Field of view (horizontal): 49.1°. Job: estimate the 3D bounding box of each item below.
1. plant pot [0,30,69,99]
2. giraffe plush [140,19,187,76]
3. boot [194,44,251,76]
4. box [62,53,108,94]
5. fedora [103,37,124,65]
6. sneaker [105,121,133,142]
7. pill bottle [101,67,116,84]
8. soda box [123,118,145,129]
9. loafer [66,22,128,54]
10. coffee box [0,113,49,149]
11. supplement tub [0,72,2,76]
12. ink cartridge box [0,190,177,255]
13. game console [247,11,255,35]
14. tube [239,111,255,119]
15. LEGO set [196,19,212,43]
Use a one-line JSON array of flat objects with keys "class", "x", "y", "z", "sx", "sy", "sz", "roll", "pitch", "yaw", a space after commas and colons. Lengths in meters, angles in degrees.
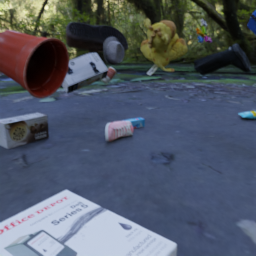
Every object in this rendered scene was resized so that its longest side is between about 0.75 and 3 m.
[{"class": "plant pot", "x": -3.296, "y": -2.198, "z": 9.097, "sx": 1.899, "sy": 1.953, "sz": 1.953, "roll": 25, "pitch": 25, "yaw": 20}, {"class": "giraffe plush", "x": 0.891, "y": -2.398, "z": 7.695, "sx": 1.333, "sy": 1.253, "sz": 1.545, "roll": 18, "pitch": 65, "yaw": 18}, {"class": "boot", "x": 3.865, "y": -2.533, "z": 11.513, "sx": 1.852, "sy": 1.527, "sz": 0.608, "roll": -21, "pitch": 44, "yaw": 37}, {"class": "box", "x": -2.259, "y": -2.716, "z": 13.568, "sx": 2.241, "sy": 1.307, "sz": 0.674, "roll": -27, "pitch": -15, "yaw": -25}, {"class": "fedora", "x": -0.428, "y": -2.637, "z": 9.708, "sx": 0.436, "sy": 0.966, "sz": 0.855, "roll": 20, "pitch": 32, "yaw": 40}, {"class": "sneaker", "x": -0.286, "y": 0.077, "z": 10.476, "sx": 0.857, "sy": 0.617, "sz": 1.640, "roll": -1, "pitch": 12, "yaw": 15}, {"class": "pill bottle", "x": -1.039, "y": -2.767, "z": 14.914, "sx": 0.475, "sy": 0.848, "sz": 0.475, "roll": 32, "pitch": -14, "yaw": 9}, {"class": "soda box", "x": 0.206, "y": -0.177, "z": 11.809, "sx": 1.003, "sy": 0.340, "sz": 0.322, "roll": -10, "pitch": 20, "yaw": -30}, {"class": "loafer", "x": -1.351, "y": -3.724, "z": 11.911, "sx": 2.890, "sy": 1.055, "sz": 1.026, "roll": 4, "pitch": -23, "yaw": -31}, {"class": "coffee box", "x": -3.730, "y": 0.064, "z": 10.031, "sx": 0.648, "sy": 0.918, "sz": 1.624, "roll": 15, "pitch": 21, "yaw": 40}, {"class": "supplement tub", "x": -5.268, "y": -2.210, "z": 10.167, "sx": 0.838, "sy": 0.838, "sz": 1.156, "roll": 15, "pitch": 20, "yaw": 40}, {"class": "ink cartridge box", "x": -0.748, "y": 1.914, "z": 3.841, "sx": 2.291, "sy": 0.962, "sz": 1.666, "roll": 13, "pitch": 21, "yaw": 37}, {"class": "game console", "x": 4.832, "y": -3.642, "z": 9.814, "sx": 1.064, "sy": 0.909, "sz": 0.630, "roll": 55, "pitch": 27, "yaw": 18}, {"class": "tube", "x": 6.335, "y": -0.607, "z": 13.102, "sx": 2.117, "sy": 0.534, "sz": 0.820, "roll": -2, "pitch": 8, "yaw": 10}, {"class": "LEGO set", "x": 3.137, "y": -3.867, "z": 11.604, "sx": 0.472, "sy": 1.149, "sz": 0.438, "roll": 15, "pitch": -29, "yaw": -37}]
